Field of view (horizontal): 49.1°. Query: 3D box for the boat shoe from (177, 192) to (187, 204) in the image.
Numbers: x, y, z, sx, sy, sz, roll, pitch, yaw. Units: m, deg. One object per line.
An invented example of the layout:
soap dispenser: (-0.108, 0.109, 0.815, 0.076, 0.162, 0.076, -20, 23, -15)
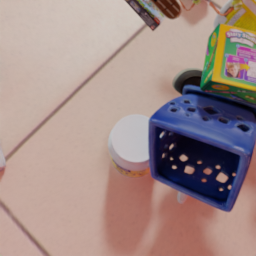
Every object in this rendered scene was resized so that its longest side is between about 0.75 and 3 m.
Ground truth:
boat shoe: (1.929, 2.119, 9.488, 0.332, 0.295, 0.902, 20, 73, 6)

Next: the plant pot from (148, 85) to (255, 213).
plant pot: (1.966, 0.333, 7.001, 2.296, 2.296, 2.064, 21, 49, 26)

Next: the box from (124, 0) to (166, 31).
box: (0.428, -3.714, 8.278, 1.621, 0.281, 0.892, 43, 51, -14)

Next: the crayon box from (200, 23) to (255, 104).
crayon box: (2.831, -1.269, 6.086, 2.265, 0.660, 1.345, 13, 77, -3)

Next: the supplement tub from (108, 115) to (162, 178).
supplement tub: (0.223, 0.634, 8.910, 1.677, 2.306, 1.677, 0, 72, 0)

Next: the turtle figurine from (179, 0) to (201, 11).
turtle figurine: (2.309, -5.219, 9.262, 1.928, 2.390, 0.770, -13, 34, 21)

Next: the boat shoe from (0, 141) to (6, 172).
boat shoe: (-4.839, 0.620, 9.805, 0.702, 0.624, 1.909, -30, 74, -9)

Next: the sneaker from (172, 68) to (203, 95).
sneaker: (2.389, -0.873, 7.943, 2.395, 0.896, 1.272, 15, 30, -35)

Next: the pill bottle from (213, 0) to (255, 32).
pill bottle: (4.219, -2.806, 8.844, 1.610, 1.610, 2.948, -34, 75, -10)

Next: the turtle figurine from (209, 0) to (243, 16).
turtle figurine: (3.273, -4.627, 7.971, 2.079, 0.830, 2.578, -7, 79, 16)

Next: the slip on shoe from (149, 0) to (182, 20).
slip on shoe: (0.810, -3.812, 7.713, 1.892, 0.573, 0.719, 46, 118, -5)
